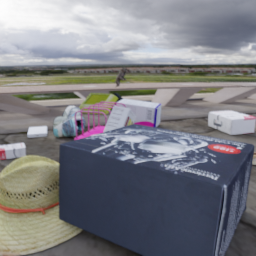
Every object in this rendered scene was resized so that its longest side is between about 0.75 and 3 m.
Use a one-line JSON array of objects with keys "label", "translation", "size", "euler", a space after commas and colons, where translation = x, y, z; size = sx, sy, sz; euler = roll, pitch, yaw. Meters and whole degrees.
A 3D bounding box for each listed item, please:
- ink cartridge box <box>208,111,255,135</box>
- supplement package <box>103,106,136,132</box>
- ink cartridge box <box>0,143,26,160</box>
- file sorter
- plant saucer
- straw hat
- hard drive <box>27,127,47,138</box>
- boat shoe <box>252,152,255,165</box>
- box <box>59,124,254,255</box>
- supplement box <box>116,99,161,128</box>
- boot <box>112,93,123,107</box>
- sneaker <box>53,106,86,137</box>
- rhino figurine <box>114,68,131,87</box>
[{"label": "ink cartridge box", "translation": [4.671, -0.269, 12.767], "size": [1.276, 0.743, 1.752], "euler": [-4, 16, -17]}, {"label": "supplement package", "translation": [-0.311, -0.059, 9.944], "size": [0.674, 1.231, 0.700], "euler": [12, -18, 27]}, {"label": "ink cartridge box", "translation": [-3.896, 0.787, 9.423], "size": [0.808, 0.335, 0.593], "euler": [-6, 16, -24]}, {"label": "file sorter", "translation": [-1.038, -0.254, 11.137], "size": [1.416, 1.278, 2.038], "euler": [5, 16, 20]}, {"label": "plant saucer", "translation": [-1.870, -1.560, 16.987], "size": [1.986, 0.476, 1.989], "euler": [5, 37, 19]}, {"label": "straw hat", "translation": [-1.986, 1.238, 5.900], "size": [2.873, 1.216, 2.873], "euler": [1, 15, 0]}, {"label": "hard drive", "translation": [-3.947, 0.170, 12.221], "size": [0.778, 0.155, 1.180], "euler": [-4, 15, -15]}, {"label": "boat shoe", "translation": [3.582, 0.897, 8.837], "size": [1.193, 0.413, 0.440], "euler": [2, 14, 6]}, {"label": "box", "translation": [0.657, 1.037, 5.535], "size": [2.986, 1.554, 2.719], "euler": [10, 14, 29]}, {"label": "supplement box", "translation": [0.504, -0.715, 13.555], "size": [2.012, 1.018, 1.040], "euler": [10, 20, 16]}, {"label": "boot", "translation": [-1.401, -1.813, 18.803], "size": [1.789, 0.808, 2.183], "euler": [-6, 19, -22]}, {"label": "sneaker", "translation": [-2.390, -0.209, 12.451], "size": [1.122, 1.008, 2.598], "euler": [8, 24, 4]}, {"label": "rhino figurine", "translation": [-0.321, -2.290, 12.768], "size": [0.448, 1.024, 0.306], "euler": [37, 10, 25]}]
